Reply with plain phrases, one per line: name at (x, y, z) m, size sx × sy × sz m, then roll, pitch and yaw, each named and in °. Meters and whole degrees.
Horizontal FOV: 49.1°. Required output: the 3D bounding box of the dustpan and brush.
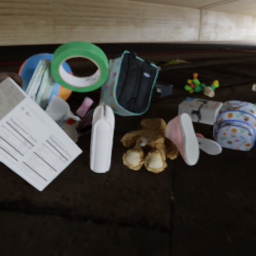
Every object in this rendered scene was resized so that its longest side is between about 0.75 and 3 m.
dustpan and brush at (-2.025, -0.500, 9.010) m, size 1.134 × 0.324 × 0.791 m, roll 21°, pitch 56°, yaw -12°

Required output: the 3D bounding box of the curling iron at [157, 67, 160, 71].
curling iron at (0.347, -2.615, 12.464) m, size 2.892 × 0.717 × 0.370 m, roll -5°, pitch 53°, yaw -36°

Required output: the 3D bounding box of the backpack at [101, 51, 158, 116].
backpack at (-0.056, -1.569, 10.915) m, size 1.960 × 2.230 × 1.710 m, roll 19°, pitch -19°, yaw -39°

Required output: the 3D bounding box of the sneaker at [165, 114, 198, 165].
sneaker at (1.414, 0.351, 7.498) m, size 0.510 × 1.355 × 0.708 m, roll -1°, pitch -14°, yaw -37°

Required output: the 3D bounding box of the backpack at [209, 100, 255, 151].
backpack at (3.238, -0.086, 8.410) m, size 1.492 × 1.421 × 1.149 m, roll 6°, pitch 39°, yaw 16°

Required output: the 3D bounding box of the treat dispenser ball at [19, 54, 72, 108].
treat dispenser ball at (-3.534, -2.039, 12.145) m, size 2.301 × 2.301 × 2.301 m, roll 0°, pitch 21°, yaw 0°

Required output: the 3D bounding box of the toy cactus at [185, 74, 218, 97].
toy cactus at (4.021, -2.144, 14.650) m, size 1.917 × 0.980 × 1.581 m, roll 2°, pitch 29°, yaw -19°

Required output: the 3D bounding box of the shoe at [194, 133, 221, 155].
shoe at (2.284, 0.441, 8.415) m, size 1.133 × 0.405 × 0.515 m, roll 19°, pitch 22°, yaw 29°

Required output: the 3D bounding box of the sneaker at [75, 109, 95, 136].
sneaker at (-1.192, -0.175, 9.310) m, size 1.389 × 0.525 × 0.802 m, roll -44°, pitch 23°, yaw -27°

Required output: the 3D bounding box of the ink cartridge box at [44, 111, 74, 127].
ink cartridge box at (-2.424, -0.410, 9.736) m, size 0.921 × 0.534 × 1.276 m, roll 39°, pitch 7°, yaw -18°

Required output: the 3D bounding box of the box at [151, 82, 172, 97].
box at (1.539, -2.032, 14.666) m, size 0.899 × 0.502 × 1.273 m, roll -22°, pitch 30°, yaw -38°

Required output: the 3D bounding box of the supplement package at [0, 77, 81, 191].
supplement package at (-2.579, 0.047, 6.932) m, size 1.330 × 1.869 × 2.399 m, roll -44°, pitch 35°, yaw -9°

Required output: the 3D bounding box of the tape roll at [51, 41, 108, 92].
tape roll at (-1.557, -1.937, 9.086) m, size 1.807 × 1.807 × 0.434 m, roll -2°, pitch 53°, yaw -4°

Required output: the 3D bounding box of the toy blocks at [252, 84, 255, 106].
toy blocks at (4.963, -0.740, 9.111) m, size 1.512 × 1.679 × 1.796 m, roll 17°, pitch -9°, yaw 5°

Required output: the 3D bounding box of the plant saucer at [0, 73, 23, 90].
plant saucer at (-4.849, -1.112, 9.848) m, size 2.513 × 0.403 × 2.513 m, roll -8°, pitch 43°, yaw 7°

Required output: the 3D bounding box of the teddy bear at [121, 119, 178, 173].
teddy bear at (0.625, 0.548, 7.962) m, size 1.629 × 0.750 × 2.247 m, roll -8°, pitch 28°, yaw 2°

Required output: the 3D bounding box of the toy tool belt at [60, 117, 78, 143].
toy tool belt at (-1.875, -0.004, 8.764) m, size 0.609 × 0.975 × 0.599 m, roll -4°, pitch 33°, yaw -20°

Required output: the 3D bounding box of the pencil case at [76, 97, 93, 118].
pencil case at (-1.687, -0.790, 10.785) m, size 0.345 × 0.789 × 0.345 m, roll 33°, pitch -4°, yaw 2°

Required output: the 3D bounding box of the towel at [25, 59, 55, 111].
towel at (-3.082, -1.190, 9.777) m, size 0.498 × 2.067 × 1.770 m, roll 20°, pitch -14°, yaw -5°

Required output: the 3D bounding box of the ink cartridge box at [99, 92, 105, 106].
ink cartridge box at (-0.670, -1.613, 12.410) m, size 1.204 × 1.366 × 0.305 m, roll -7°, pitch 52°, yaw -20°

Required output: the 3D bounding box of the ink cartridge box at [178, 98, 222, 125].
ink cartridge box at (2.831, -0.673, 10.969) m, size 1.443 × 0.604 × 1.047 m, roll 13°, pitch 28°, yaw 29°

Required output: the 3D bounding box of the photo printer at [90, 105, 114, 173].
photo printer at (-0.701, 0.206, 7.444) m, size 0.539 × 1.551 × 1.291 m, roll 4°, pitch 22°, yaw -7°

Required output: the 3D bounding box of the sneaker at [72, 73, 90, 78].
sneaker at (-2.621, -2.390, 13.672) m, size 2.204 × 0.849 × 0.902 m, roll -5°, pitch 58°, yaw 15°
